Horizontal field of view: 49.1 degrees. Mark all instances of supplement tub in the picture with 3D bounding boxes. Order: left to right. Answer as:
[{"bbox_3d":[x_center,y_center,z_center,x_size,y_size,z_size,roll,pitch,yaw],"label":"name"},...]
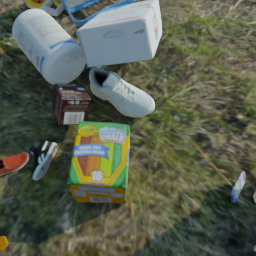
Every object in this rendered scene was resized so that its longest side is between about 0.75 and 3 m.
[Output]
[{"bbox_3d":[-2.563,-2.616,9.084,1.503,1.503,2.279,-33,65,-17],"label":"supplement tub"}]

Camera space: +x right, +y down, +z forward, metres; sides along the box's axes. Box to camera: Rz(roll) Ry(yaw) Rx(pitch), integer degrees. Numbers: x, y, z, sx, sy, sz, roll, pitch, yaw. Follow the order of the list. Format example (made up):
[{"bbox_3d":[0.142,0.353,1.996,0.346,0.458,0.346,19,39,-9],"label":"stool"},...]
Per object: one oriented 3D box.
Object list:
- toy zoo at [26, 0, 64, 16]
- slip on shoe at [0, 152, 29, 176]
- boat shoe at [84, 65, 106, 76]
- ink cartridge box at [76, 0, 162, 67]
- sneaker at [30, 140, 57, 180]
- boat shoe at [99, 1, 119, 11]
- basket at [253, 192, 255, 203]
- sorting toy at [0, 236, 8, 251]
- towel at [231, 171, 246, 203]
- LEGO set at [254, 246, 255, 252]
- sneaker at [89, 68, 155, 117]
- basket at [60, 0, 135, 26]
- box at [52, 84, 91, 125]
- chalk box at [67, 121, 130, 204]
[{"bbox_3d":[-3.073,-5.249,11.308,1.446,0.226,2.205,22,62,12],"label":"toy zoo"},{"bbox_3d":[-3.292,0.992,7.678,1.177,0.360,0.436,-23,61,-15],"label":"slip on shoe"},{"bbox_3d":[-0.943,-2.280,9.452,0.480,0.519,1.407,37,75,3],"label":"boat shoe"},{"bbox_3d":[-0.111,-2.963,8.616,1.973,1.156,2.730,-4,32,17],"label":"ink cartridge box"},{"bbox_3d":[-2.503,0.862,7.750,0.663,0.433,1.185,14,53,12],"label":"sneaker"},{"bbox_3d":[-0.773,-4.306,10.602,1.770,0.639,0.641,-33,60,-28],"label":"boat shoe"},{"bbox_3d":[4.697,1.559,6.214,1.968,2.425,2.447,-31,64,-21],"label":"basket"},{"bbox_3d":[-3.643,3.619,6.243,2.347,0.314,1.749,-30,60,-16],"label":"sorting toy"},{"bbox_3d":[2.861,1.533,7.260,0.090,0.553,0.753,20,62,37],"label":"towel"},{"bbox_3d":[2.893,3.277,6.457,1.012,0.376,0.465,-43,34,-16],"label":"LEGO set"},{"bbox_3d":[-0.292,-1.086,8.356,2.313,1.149,0.901,26,78,17],"label":"sneaker"},{"bbox_3d":[-1.380,-5.264,10.295,2.552,2.013,2.894,-28,68,-11],"label":"basket"},{"bbox_3d":[-1.645,-0.684,7.994,0.834,0.826,1.006,-2,33,-27],"label":"box"},{"bbox_3d":[-0.651,0.699,7.257,1.355,1.345,2.170,2,59,0],"label":"chalk box"}]
